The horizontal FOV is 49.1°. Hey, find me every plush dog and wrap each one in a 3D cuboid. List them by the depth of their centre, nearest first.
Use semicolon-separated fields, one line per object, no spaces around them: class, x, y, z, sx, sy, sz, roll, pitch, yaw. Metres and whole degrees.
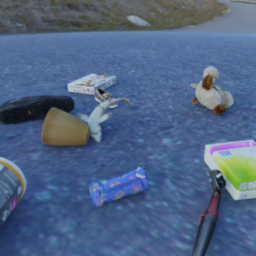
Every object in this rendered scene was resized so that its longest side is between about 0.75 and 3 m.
plush dog;3.484;-1.410;11.988;1.632;2.035;1.748;-30;8;15

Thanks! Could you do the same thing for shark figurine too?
shark figurine;-0.899;-0.422;10.311;1.332;0.931;2.230;26;60;22

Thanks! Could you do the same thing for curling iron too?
curling iron;1.646;1.793;5.884;0.368;0.713;2.877;-18;16;34

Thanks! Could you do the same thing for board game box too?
board game box;-1.929;-2.441;15.430;1.593;0.437;2.523;9;26;22

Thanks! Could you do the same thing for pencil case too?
pencil case;-0.178;1.391;6.697;1.470;0.638;0.574;-14;70;-26

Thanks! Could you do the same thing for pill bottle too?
pill bottle;-3.033;1.595;5.441;1.264;1.264;2.172;3;26;7

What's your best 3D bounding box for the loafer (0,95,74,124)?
loafer;-3.686;-0.884;11.248;2.989;1.015;1.049;-10;35;-14

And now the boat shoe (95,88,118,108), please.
boat shoe;-1.036;-1.404;13.030;0.631;0.522;1.756;-13;27;-27

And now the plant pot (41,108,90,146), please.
plant pot;-1.949;0.100;9.114;1.326;1.236;1.236;15;25;1

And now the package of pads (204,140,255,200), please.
package of pads;3.110;1.050;7.406;1.511;0.667;1.955;-5;25;-7
